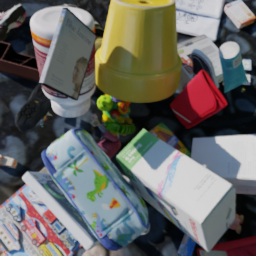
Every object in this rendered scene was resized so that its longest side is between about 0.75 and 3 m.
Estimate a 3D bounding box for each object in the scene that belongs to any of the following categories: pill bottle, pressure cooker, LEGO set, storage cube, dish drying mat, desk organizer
[{"bbox_3d":[-1.671,-1.678,7.673,1.553,2.749,1.553,3,44,-3],"label":"pill bottle"},{"bbox_3d":[-1.840,-2.948,10.368,2.341,2.378,2.662,-47,74,12],"label":"pressure cooker"},{"bbox_3d":[-2.825,-0.665,9.770,0.309,0.940,1.259,12,65,-20],"label":"LEGO set"},{"bbox_3d":[4.299,-2.121,11.058,1.100,0.361,1.473,6,73,8],"label":"LEGO set"},{"bbox_3d":[3.560,4.181,7.474,2.364,2.630,2.248,-8,68,-10],"label":"storage cube"},{"bbox_3d":[1.961,-0.694,8.407,0.265,2.908,1.117,-31,83,-11],"label":"dish drying mat"},{"bbox_3d":[-4.249,-2.583,10.935,2.446,0.942,0.877,16,70,6],"label":"desk organizer"}]

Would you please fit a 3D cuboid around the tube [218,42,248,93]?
[{"bbox_3d":[3.418,-1.859,9.118,0.892,2.304,0.581,-23,60,16],"label":"tube"}]

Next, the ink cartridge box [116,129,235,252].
[{"bbox_3d":[1.192,1.522,7.027,2.702,1.963,1.182,31,68,37],"label":"ink cartridge box"}]

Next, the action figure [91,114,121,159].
[{"bbox_3d":[-0.772,0.779,9.146,1.868,1.681,2.509,25,42,14],"label":"action figure"}]

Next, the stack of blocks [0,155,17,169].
[{"bbox_3d":[-4.401,1.129,9.717,0.921,0.530,0.270,13,69,4],"label":"stack of blocks"}]

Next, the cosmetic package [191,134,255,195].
[{"bbox_3d":[3.286,1.168,8.406,2.133,2.126,1.311,-7,64,37],"label":"cosmetic package"}]

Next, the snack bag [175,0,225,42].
[{"bbox_3d":[2.871,-5.033,12.252,2.388,0.271,2.533,16,70,6],"label":"snack bag"}]

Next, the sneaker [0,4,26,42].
[{"bbox_3d":[-5.253,-4.557,11.792,0.878,0.817,2.034,34,71,13],"label":"sneaker"}]

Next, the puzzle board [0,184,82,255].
[{"bbox_3d":[-3.053,3.347,9.015,2.121,0.245,2.814,-42,74,-15],"label":"puzzle board"}]

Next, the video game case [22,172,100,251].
[{"bbox_3d":[-1.484,2.161,7.818,2.497,2.270,0.292,41,91,17],"label":"video game case"}]

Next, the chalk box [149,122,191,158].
[{"bbox_3d":[1.272,1.003,9.413,1.189,1.183,1.911,-37,73,-13],"label":"chalk box"}]

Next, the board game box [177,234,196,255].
[{"bbox_3d":[1.860,3.514,8.613,0.245,0.860,0.878,24,71,9],"label":"board game box"}]

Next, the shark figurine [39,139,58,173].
[{"bbox_3d":[-2.195,1.623,9.281,1.456,1.017,2.437,-42,76,-10],"label":"shark figurine"}]

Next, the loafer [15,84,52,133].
[{"bbox_3d":[-2.800,-0.758,8.867,0.733,0.758,2.158,31,55,-4],"label":"loafer"}]

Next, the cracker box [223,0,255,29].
[{"bbox_3d":[4.839,-4.954,12.182,0.790,0.340,1.180,-25,72,-9],"label":"cracker box"}]

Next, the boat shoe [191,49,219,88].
[{"bbox_3d":[2.303,-1.656,8.763,0.588,1.734,0.622,-48,43,-10],"label":"boat shoe"}]

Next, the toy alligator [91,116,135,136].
[{"bbox_3d":[-0.321,-0.011,8.896,0.528,1.946,0.577,36,111,34],"label":"toy alligator"}]

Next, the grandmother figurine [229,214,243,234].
[{"bbox_3d":[2.775,2.770,8.938,1.632,0.494,0.990,14,75,8],"label":"grandmother figurine"}]

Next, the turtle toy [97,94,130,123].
[{"bbox_3d":[-0.487,-0.711,9.769,1.534,0.775,1.118,12,79,-41],"label":"turtle toy"}]

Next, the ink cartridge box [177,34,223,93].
[{"bbox_3d":[2.554,-2.351,10.540,2.083,0.873,1.829,-26,72,-25],"label":"ink cartridge box"}]

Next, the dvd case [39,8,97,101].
[{"bbox_3d":[-1.231,-1.516,6.016,0.143,1.162,1.629,13,84,28],"label":"dvd case"}]

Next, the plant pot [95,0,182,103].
[{"bbox_3d":[0.368,-2.578,8.561,2.789,2.623,2.789,3,39,-2],"label":"plant pot"}]

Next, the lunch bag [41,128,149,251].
[{"bbox_3d":[-0.713,1.413,6.991,1.203,2.345,2.918,-38,90,1],"label":"lunch bag"}]

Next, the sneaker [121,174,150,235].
[{"bbox_3d":[-0.024,2.352,8.849,0.831,1.252,2.201,-28,71,-10],"label":"sneaker"}]
